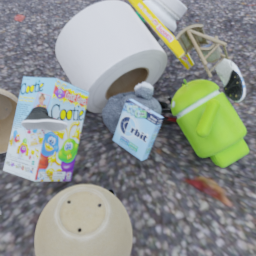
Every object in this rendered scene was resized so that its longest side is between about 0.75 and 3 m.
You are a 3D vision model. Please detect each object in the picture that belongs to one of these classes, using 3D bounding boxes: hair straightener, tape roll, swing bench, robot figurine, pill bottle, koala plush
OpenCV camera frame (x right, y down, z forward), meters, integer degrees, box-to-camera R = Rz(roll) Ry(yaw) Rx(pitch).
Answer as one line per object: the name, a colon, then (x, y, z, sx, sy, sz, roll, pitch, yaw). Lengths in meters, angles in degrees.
hair straightener: (1.243, -0.643, 9.346, 2.113, 0.432, 0.813, 8, 86, 8)
tape roll: (-0.526, -2.149, 8.967, 2.996, 2.996, 2.057, -24, 70, -23)
swing bench: (1.830, -1.937, 6.852, 0.688, 1.054, 1.060, -45, 70, 13)
robot figurine: (2.231, -0.210, 7.869, 1.501, 2.277, 2.595, -31, 86, 5)
pill bottle: (0.797, -3.842, 10.999, 1.671, 2.955, 1.671, 33, 22, -16)
koala plush: (0.277, -0.417, 7.912, 1.690, 1.631, 1.839, -4, 1, -23)

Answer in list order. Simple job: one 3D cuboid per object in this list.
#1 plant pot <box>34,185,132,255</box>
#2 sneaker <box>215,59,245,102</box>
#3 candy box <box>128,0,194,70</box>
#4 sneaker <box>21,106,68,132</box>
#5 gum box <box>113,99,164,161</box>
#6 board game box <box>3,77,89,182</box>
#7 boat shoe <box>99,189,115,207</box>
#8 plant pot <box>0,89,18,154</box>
plant pot: (-0.858, 1.895, 5.433, 2.024, 1.359, 2.024, 3, 49, -4)
sneaker: (2.953, -1.332, 7.843, 0.627, 0.622, 1.731, 22, 40, -22)
candy box: (1.042, -3.093, 8.940, 0.361, 1.397, 2.734, -40, 74, 13)
sneaker: (-1.628, -0.210, 5.630, 0.961, 0.340, 0.477, 2, 53, 12)
gum box: (0.214, 0.042, 6.942, 1.016, 1.196, 0.266, 33, 28, 28)
board game box: (-1.933, 0.045, 6.732, 1.186, 1.165, 2.261, 9, 86, 33)
boat shoe: (-0.518, 1.961, 6.709, 0.452, 0.390, 1.243, 15, 28, -4)
plant pot: (-3.913, -0.387, 8.161, 1.930, 1.930, 1.296, -12, 30, -12)
